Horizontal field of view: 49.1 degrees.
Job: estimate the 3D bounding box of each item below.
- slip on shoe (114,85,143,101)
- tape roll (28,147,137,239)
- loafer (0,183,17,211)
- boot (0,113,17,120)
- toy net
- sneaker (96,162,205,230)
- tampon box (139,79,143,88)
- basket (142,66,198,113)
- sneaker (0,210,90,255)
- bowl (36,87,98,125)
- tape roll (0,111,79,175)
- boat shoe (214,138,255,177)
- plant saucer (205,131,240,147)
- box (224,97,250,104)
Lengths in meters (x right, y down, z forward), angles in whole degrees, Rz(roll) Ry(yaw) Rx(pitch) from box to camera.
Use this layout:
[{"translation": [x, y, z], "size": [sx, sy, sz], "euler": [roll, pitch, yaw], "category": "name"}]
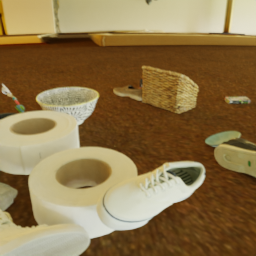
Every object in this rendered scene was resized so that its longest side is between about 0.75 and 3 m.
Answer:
[{"translation": [0.059, -1.883, 14.160], "size": [0.747, 0.595, 1.964], "euler": [-22, 32, -40], "category": "slip on shoe"}, {"translation": [-1.016, 1.377, 6.567], "size": [2.470, 0.864, 2.470], "euler": [0, 25, 0], "category": "tape roll"}, {"translation": [-3.573, 1.483, 6.675], "size": [1.904, 0.666, 0.664], "euler": [14, 23, 12], "category": "loafer"}, {"translation": [-5.551, -0.166, 9.826], "size": [2.966, 1.027, 2.582], "euler": [-22, 33, -35], "category": "boot"}, {"translation": [-4.486, -1.107, 10.793], "size": [0.254, 1.314, 0.690], "euler": [-41, 11, -8], "category": "toy net"}, {"translation": [0.538, 1.134, 5.510], "size": [2.610, 0.924, 0.953], "euler": [-12, 52, -44], "category": "sneaker"}, {"translation": [1.101, -2.455, 15.539], "size": [0.607, 0.511, 0.809], "euler": [17, 29, 33], "category": "tampon box"}, {"translation": [1.966, -1.920, 12.811], "size": [1.707, 1.782, 2.392], "euler": [-21, 31, -38], "category": "basket"}, {"translation": [-2.058, 1.963, 5.227], "size": [2.467, 0.909, 1.426], "euler": [-10, 29, -18], "category": "sneaker"}, {"translation": [-2.322, -0.748, 11.005], "size": [2.367, 1.111, 2.367], "euler": [0, 23, 0], "category": "bowl"}, {"translation": [-2.899, 0.352, 8.767], "size": [2.699, 0.944, 2.699], "euler": [1, 24, 0], "category": "tape roll"}, {"translation": [3.691, 0.918, 7.459], "size": [0.910, 0.966, 2.691], "euler": [-23, 31, -33], "category": "boat shoe"}, {"translation": [3.138, 0.418, 9.241], "size": [1.141, 0.220, 1.141], "euler": [-17, 11, 3], "category": "plant saucer"}, {"translation": [5.239, -1.333, 13.446], "size": [1.033, 0.179, 0.568], "euler": [-2, 24, -4], "category": "box"}]
